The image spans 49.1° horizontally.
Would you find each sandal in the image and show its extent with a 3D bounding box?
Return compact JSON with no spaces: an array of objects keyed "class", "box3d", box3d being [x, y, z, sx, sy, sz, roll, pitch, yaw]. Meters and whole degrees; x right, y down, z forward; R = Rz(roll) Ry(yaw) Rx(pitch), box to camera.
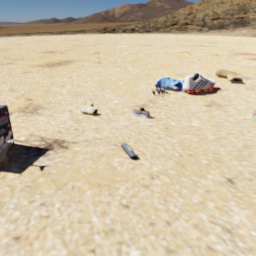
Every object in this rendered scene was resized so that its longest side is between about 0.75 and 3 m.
[{"class":"sandal","box3d":[2.554,-2.535,16.294,1.964,0.780,0.855,0,28,4]}]

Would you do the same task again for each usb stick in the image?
[{"class":"usb stick","box3d":[0.020,0.779,9.437,0.278,0.163,1.002,-9,25,-19]}]

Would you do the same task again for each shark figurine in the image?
[{"class":"shark figurine","box3d":[-3.786,0.789,8.654,1.331,0.555,0.795,-50,42,-5]}]

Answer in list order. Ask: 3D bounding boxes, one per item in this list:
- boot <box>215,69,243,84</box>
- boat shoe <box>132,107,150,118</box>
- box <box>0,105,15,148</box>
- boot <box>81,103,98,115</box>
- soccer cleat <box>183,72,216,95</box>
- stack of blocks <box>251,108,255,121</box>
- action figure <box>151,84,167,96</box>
[{"class":"boot","box3d":[6.590,-3.377,18.400,1.519,0.574,1.735,4,25,9]},{"class":"boat shoe","box3d":[0.596,-0.743,12.641,1.012,0.366,0.366,19,30,36]},{"class":"box","box3d":[-5.550,0.049,9.344,2.713,1.557,1.793,7,25,16]},{"class":"boot","box3d":[-1.672,-0.869,12.980,0.694,0.325,0.893,11,27,24]},{"class":"soccer cleat","box3d":[4.176,-2.670,16.085,2.628,1.120,0.902,-17,29,-33]},{"class":"stack of blocks","box3d":[6.321,-0.649,12.243,1.730,0.507,0.996,-19,30,-37]},{"class":"action figure","box3d":[1.790,-2.207,15.722,0.694,0.596,1.168,1,23,30]}]
